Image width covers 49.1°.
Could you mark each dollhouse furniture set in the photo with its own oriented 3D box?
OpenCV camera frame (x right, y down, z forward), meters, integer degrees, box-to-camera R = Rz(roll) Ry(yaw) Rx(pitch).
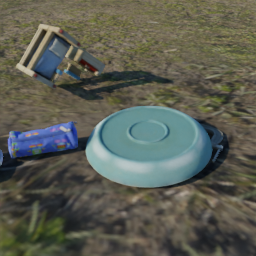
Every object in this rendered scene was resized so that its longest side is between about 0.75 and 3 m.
[{"bbox_3d":[-1.930,-1.900,8.848,2.220,1.565,1.556,29,1,-42],"label":"dollhouse furniture set"}]

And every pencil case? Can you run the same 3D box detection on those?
[{"bbox_3d":[-1.875,0.262,6.276,1.548,0.672,0.604,-10,67,-13],"label":"pencil case"}]

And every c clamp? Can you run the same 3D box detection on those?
[{"bbox_3d":[1.681,0.188,6.818,1.439,0.195,1.229,23,40,31],"label":"c clamp"}]

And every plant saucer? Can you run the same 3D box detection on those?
[{"bbox_3d":[0.450,0.201,6.486,2.904,0.398,2.904,-3,33,2],"label":"plant saucer"}]

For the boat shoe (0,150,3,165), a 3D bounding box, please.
[{"bbox_3d":[-2.942,0.728,5.781,0.407,0.400,1.128,1,33,1],"label":"boat shoe"}]
